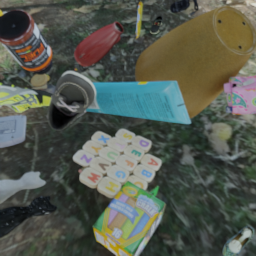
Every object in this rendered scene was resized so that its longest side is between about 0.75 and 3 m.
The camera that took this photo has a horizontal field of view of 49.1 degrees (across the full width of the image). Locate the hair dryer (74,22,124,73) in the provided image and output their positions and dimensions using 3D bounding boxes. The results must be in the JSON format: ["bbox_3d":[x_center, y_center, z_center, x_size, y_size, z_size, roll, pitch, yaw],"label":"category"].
[{"bbox_3d":[-0.842,-2.706,8.814,2.106,2.765,0.751,-45,106,-11],"label":"hair dryer"}]

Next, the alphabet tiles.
[{"bbox_3d":[-0.330,0.998,8.819,2.482,0.185,2.538,25,47,17],"label":"alphabet tiles"}]

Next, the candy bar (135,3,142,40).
[{"bbox_3d":[0.279,-2.790,7.301,0.105,0.236,0.946,4,92,-10],"label":"candy bar"}]

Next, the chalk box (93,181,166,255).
[{"bbox_3d":[0.157,2.317,7.386,1.212,1.218,1.957,28,56,20],"label":"chalk box"}]

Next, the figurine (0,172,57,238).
[{"bbox_3d":[-2.172,1.403,5.499,1.249,0.551,1.280,-17,39,-24],"label":"figurine"}]

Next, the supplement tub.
[{"bbox_3d":[-2.375,-1.935,6.711,0.886,1.656,0.886,-2,71,6],"label":"supplement tub"}]

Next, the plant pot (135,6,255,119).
[{"bbox_3d":[2.023,-1.977,8.021,2.742,2.942,2.742,7,70,-21],"label":"plant pot"}]

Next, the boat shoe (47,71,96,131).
[{"bbox_3d":[-1.284,-0.444,6.025,0.811,2.427,0.692,25,72,-14],"label":"boat shoe"}]

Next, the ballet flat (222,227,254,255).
[{"bbox_3d":[2.915,2.992,7.381,1.118,0.415,0.415,-36,60,-25],"label":"ballet flat"}]

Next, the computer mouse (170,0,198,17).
[{"bbox_3d":[1.493,-3.115,7.315,0.753,0.173,0.529,-17,86,32],"label":"computer mouse"}]

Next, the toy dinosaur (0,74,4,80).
[{"bbox_3d":[-4.913,-2.163,9.110,0.821,1.297,1.914,-36,70,-13],"label":"toy dinosaur"}]

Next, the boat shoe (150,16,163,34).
[{"bbox_3d":[1.379,-5.049,13.735,0.443,0.379,1.210,18,55,12],"label":"boat shoe"}]

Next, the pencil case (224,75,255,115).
[{"bbox_3d":[3.561,-0.903,6.769,2.310,1.010,1.010,-4,49,23],"label":"pencil case"}]

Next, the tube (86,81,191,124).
[{"bbox_3d":[-0.022,-0.619,6.231,2.807,1.087,0.707,9,57,38],"label":"tube"}]

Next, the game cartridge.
[{"bbox_3d":[-4.448,0.156,9.662,1.763,0.357,1.175,-7,49,-5],"label":"game cartridge"}]

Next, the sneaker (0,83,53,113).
[{"bbox_3d":[-2.705,-0.709,7.387,1.740,0.656,0.665,5,86,-32],"label":"sneaker"}]

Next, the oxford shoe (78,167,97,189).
[{"bbox_3d":[-1.063,1.504,8.526,1.042,0.369,0.385,37,70,25],"label":"oxford shoe"}]

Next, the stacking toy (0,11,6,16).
[{"bbox_3d":[-3.722,-2.998,7.548,1.003,1.003,1.373,33,35,23],"label":"stacking toy"}]

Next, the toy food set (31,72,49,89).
[{"bbox_3d":[-3.578,-1.926,11.402,0.753,0.219,1.091,-9,57,2],"label":"toy food set"}]
